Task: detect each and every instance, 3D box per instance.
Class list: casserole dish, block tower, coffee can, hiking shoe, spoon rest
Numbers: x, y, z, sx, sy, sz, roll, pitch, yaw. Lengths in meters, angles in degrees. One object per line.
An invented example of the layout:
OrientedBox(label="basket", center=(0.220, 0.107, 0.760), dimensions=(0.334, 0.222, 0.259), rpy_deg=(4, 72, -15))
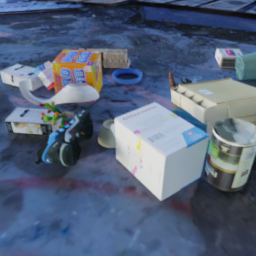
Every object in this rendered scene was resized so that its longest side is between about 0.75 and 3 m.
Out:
OrientedBox(label="casserole dish", center=(2.290, 0.146, 9.009), dimensions=(2.720, 0.528, 1.648), rpy_deg=(13, 37, 20))
OrientedBox(label="block tower", center=(-1.326, -3.540, 14.225), dimensions=(2.777, 0.803, 0.750), rpy_deg=(4, 35, 4))
OrientedBox(label="coffee can", center=(2.654, 0.694, 7.265), dimensions=(1.137, 1.554, 1.137), rpy_deg=(0, 34, 0))
OrientedBox(label="hiking shoe", center=(-1.835, 0.180, 8.480), dimensions=(1.122, 0.963, 2.588), rpy_deg=(-2, 26, 13))
OrientedBox(label="spoon rest", center=(-2.495, -1.214, 10.275), dimensions=(2.878, 0.872, 1.430), rpy_deg=(6, 20, 3))

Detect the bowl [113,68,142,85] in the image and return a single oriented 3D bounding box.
OrientedBox(label="bowl", center=(-0.039, -2.384, 12.969), dimensions=(1.352, 0.265, 1.352), rpy_deg=(0, 34, 0))

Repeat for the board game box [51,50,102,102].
OrientedBox(label="board game box", center=(-2.004, -2.145, 11.424), dimensions=(1.585, 1.586, 1.585), rpy_deg=(4, 34, 6))

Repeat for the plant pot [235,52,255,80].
OrientedBox(label="plant pot", center=(5.744, -2.825, 12.733), dimensions=(1.409, 1.439, 1.439), rpy_deg=(-7, 34, 3))

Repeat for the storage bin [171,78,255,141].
OrientedBox(label="storage bin", center=(3.029, -0.707, 9.276), dimensions=(2.484, 1.173, 2.502), rpy_deg=(-10, 24, -13))

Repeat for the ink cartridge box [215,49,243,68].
OrientedBox(label="ink cartridge box", center=(5.286, -3.633, 14.555), dimensions=(1.216, 0.554, 1.476), rpy_deg=(3, 35, 3))

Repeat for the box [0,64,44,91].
OrientedBox(label="box", center=(-4.651, -2.289, 12.569), dimensions=(1.830, 0.550, 1.067), rpy_deg=(17, 38, 24))

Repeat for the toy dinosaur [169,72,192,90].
OrientedBox(label="toy dinosaur", center=(1.920, -1.442, 10.644), dimensions=(1.417, 0.962, 0.724), rpy_deg=(48, 48, -7))

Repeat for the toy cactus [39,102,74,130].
OrientedBox(label="toy cactus", center=(-2.252, -0.433, 9.210), dimensions=(1.280, 0.655, 1.056), rpy_deg=(40, 32, 29))

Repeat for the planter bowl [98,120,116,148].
OrientedBox(label="planter bowl", center=(-0.526, 0.125, 8.959), dimensions=(0.911, 0.613, 0.911), rpy_deg=(-1, 34, 0))

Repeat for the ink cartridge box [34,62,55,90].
OrientedBox(label="ink cartridge box", center=(-3.371, -2.172, 12.161), dimensions=(0.421, 1.252, 0.727), rpy_deg=(-28, 12, 41))

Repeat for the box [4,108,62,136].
OrientedBox(label="box", center=(-3.206, -0.230, 9.585), dimensions=(1.621, 0.488, 0.946), rpy_deg=(4, 34, 5))

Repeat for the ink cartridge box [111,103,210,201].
OrientedBox(label="ink cartridge box", center=(0.727, 0.471, 7.669), dimensions=(1.503, 1.465, 2.339), rpy_deg=(-22, 40, -29))
